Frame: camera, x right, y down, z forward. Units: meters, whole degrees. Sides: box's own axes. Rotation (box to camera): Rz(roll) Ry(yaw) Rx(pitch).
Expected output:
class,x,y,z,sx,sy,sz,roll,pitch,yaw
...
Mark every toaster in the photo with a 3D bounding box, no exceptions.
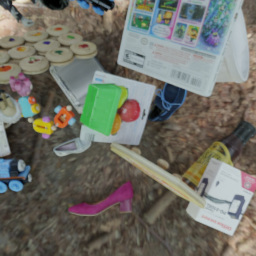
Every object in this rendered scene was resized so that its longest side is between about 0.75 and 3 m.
class,x,y,z,sx,sy,sz,roll,pitch,yaw
toaster,-1.283,-1.378,8.222,1.373,1.208,2.126,-36,87,-6

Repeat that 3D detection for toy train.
class,x,y,z,sx,sy,sz,roll,pitch,yaw
toy train,-1.958,-0.423,6.689,1.504,0.418,1.130,38,115,1
toy train,-3.455,1.244,7.584,1.573,0.682,0.899,-3,117,-1
toy train,-1.069,-3.590,7.167,1.703,0.738,0.973,9,54,-41

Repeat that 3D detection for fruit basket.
class,x,y,z,sx,sy,sz,roll,pitch,yaw
fruit basket,-0.195,-0.330,5.430,0.656,1.399,1.295,28,107,47

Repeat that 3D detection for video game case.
class,x,y,z,sx,sy,sz,roll,pitch,yaw
video game case,0.822,-1.833,5.098,2.136,0.253,1.945,28,115,33

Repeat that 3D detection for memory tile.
class,x,y,z,sx,sy,sz,roll,pitch,yaw
memory tile,-2.324,-1.962,6.988,2.660,0.223,2.038,-26,49,-28

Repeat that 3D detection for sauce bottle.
class,x,y,z,sx,sy,sz,roll,pitch,yaw
sauce bottle,2.520,0.866,7.794,0.875,0.875,2.651,42,76,11

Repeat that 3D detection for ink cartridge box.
class,x,y,z,sx,sy,sz,roll,pitch,yaw
ink cartridge box,2.064,1.510,6.187,0.992,0.578,1.371,25,91,-10

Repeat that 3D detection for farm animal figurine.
class,x,y,z,sx,sy,sz,roll,pitch,yaw
farm animal figurine,-2.413,-0.305,4.381,1.645,0.827,1.328,13,47,7

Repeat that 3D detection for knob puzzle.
class,x,y,z,sx,sy,sz,roll,pitch,yaw
knob puzzle,0.662,0.851,5.489,2.486,2.486,0.345,33,82,9

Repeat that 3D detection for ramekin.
class,x,y,z,sx,sy,sz,roll,pitch,yaw
ramekin,2.003,-1.958,6.288,0.959,2.060,2.060,-8,71,34

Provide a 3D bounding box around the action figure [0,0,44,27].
class,x,y,z,sx,sy,sz,roll,pitch,yaw
action figure,-2.177,-2.778,6.038,1.745,1.037,0.890,-46,109,-39

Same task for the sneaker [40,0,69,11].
class,x,y,z,sx,sy,sz,roll,pitch,yaw
sneaker,-1.053,-2.225,4.677,0.457,1.292,0.641,-16,87,35

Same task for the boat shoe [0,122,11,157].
class,x,y,z,sx,sy,sz,roll,pitch,yaw
boat shoe,-3.855,-0.184,8.204,0.763,0.775,2.185,-6,68,-30

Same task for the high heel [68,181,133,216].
class,x,y,z,sx,sy,sz,roll,pitch,yaw
high heel,-0.732,1.897,7.604,1.752,0.591,0.842,0,84,-15

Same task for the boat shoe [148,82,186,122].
class,x,y,z,sx,sy,sz,roll,pitch,yaw
boat shoe,0.902,-0.572,6.655,0.536,1.560,0.657,-15,57,-25

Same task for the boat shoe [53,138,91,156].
class,x,y,z,sx,sy,sz,roll,pitch,yaw
boat shoe,-1.611,0.534,8.121,1.077,0.345,0.397,-14,75,-4
